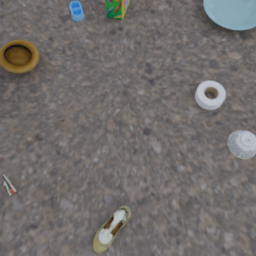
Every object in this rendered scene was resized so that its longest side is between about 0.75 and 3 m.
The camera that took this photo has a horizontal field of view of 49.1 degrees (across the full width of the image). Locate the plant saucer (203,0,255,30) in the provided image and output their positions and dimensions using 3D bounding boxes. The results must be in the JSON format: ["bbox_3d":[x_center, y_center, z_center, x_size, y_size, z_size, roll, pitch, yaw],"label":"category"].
[{"bbox_3d":[4.649,-5.249,12.410,2.730,0.526,2.730,0,68,0],"label":"plant saucer"}]

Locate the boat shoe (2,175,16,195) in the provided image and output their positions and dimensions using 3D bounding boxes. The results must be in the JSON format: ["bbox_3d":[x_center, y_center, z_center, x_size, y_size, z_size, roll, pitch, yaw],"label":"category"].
[{"bbox_3d":[-4.144,1.951,9.609,0.240,0.273,0.768,-38,77,-12],"label":"boat shoe"}]

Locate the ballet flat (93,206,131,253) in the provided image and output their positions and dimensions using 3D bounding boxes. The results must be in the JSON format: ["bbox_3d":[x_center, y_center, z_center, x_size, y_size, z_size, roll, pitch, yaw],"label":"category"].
[{"bbox_3d":[-0.535,3.193,8.929,0.606,0.606,1.714,37,73,14],"label":"ballet flat"}]

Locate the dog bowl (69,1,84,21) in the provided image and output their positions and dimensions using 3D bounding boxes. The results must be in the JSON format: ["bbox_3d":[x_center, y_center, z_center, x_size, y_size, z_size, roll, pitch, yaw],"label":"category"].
[{"bbox_3d":[-2.318,-5.268,12.564,0.569,0.253,1.021,-15,68,-6],"label":"dog bowl"}]

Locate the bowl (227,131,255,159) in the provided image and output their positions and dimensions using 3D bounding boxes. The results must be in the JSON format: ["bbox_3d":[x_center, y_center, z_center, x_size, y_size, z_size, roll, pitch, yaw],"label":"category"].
[{"bbox_3d":[4.206,0.516,10.050,1.108,0.520,1.108,0,67,0],"label":"bowl"}]

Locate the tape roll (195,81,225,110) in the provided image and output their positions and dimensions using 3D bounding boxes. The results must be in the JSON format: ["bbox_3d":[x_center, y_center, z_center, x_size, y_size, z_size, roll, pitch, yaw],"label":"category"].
[{"bbox_3d":[3.170,-1.255,10.844,1.100,0.385,1.100,0,68,0],"label":"tape roll"}]

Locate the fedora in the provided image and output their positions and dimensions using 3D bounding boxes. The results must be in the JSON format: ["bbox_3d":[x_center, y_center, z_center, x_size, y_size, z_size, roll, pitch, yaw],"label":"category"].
[{"bbox_3d":[-4.362,-2.768,11.313,1.646,0.671,1.646,1,69,-4],"label":"fedora"}]

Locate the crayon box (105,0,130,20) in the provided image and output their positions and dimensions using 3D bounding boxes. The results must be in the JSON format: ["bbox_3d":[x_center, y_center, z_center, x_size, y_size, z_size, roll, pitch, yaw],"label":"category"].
[{"bbox_3d":[-0.258,-6.317,12.273,0.773,1.576,2.653,15,68,6],"label":"crayon box"}]
